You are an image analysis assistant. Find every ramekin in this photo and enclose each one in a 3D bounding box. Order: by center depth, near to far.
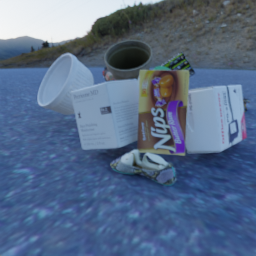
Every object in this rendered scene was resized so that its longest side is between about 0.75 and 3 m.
[{"bbox_3d":[-2.615,-1.755,11.988,1.319,2.514,2.514,30,-5,-38],"label":"ramekin"}]

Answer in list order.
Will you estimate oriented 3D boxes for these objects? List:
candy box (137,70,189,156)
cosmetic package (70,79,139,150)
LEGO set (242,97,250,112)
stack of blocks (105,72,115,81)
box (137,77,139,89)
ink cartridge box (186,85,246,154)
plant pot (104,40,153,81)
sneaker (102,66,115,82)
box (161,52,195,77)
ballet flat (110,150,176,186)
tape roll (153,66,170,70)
[{"bbox_3d":[0.969,-0.424,7.804,1.340,2.296,0.648,3,5,12],"label":"candy box"},{"bbox_3d":[-0.567,-0.417,8.642,1.531,1.857,1.532,-7,7,38],"label":"cosmetic package"},{"bbox_3d":[5.512,-1.422,15.010,1.773,1.027,1.363,0,16,0],"label":"LEGO set"},{"bbox_3d":[-0.626,-2.495,13.143,0.804,0.463,0.235,-15,64,-34],"label":"stack of blocks"},{"bbox_3d":[0.584,-0.854,9.986,0.793,2.040,0.969,15,-8,19],"label":"box"},{"bbox_3d":[2.814,-0.354,8.982,1.098,1.885,2.604,-5,5,39],"label":"ink cartridge box"},{"bbox_3d":[0.101,-2.483,12.172,2.014,1.748,2.014,-4,51,5],"label":"plant pot"},{"bbox_3d":[-0.828,-2.570,14.294,0.993,2.426,0.935,15,19,19],"label":"sneaker"},{"bbox_3d":[2.450,-2.883,13.936,1.320,1.275,0.314,-32,18,20],"label":"box"},{"bbox_3d":[0.368,0.936,7.446,1.995,0.718,0.718,11,19,34],"label":"ballet flat"},{"bbox_3d":[1.777,-2.022,13.061,1.832,1.832,0.440,-15,-19,-43],"label":"tape roll"}]
